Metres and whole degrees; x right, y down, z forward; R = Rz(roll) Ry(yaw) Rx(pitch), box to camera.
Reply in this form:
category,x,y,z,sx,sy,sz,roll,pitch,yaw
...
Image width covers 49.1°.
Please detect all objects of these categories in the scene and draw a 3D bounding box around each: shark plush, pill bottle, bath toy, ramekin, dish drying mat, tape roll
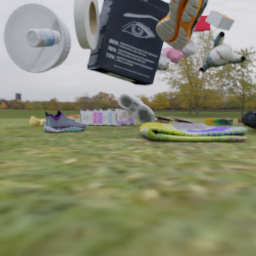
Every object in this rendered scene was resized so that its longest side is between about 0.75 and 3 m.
category,x,y,z,sx,sy,sz,roll,pitch,yaw
shark plush,3.160,-2.671,10.800,1.217,1.328,2.923,-40,10,2
pill bottle,-2.435,-2.618,8.161,0.508,0.508,0.935,1,17,31
bath toy,1.771,-3.126,12.351,2.646,1.151,0.978,-25,-16,-17
ramekin,-3.132,-3.134,10.080,2.351,2.351,1.095,1,9,13
dish drying mat,2.389,-4.472,12.242,2.342,0.899,0.213,0,-28,14
tape roll,-1.160,-3.153,8.069,0.320,1.752,1.752,4,3,8

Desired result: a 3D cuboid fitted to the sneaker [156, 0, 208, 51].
category,x,y,z,sx,sy,sz,roll,pitch,yaw
sneaker,1.484,-2.914,7.270,0.985,0.972,2.516,38,-15,1

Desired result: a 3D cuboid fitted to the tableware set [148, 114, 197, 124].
category,x,y,z,sx,sy,sz,roll,pitch,yaw
tableware set,1.799,-0.195,11.241,1.245,0.377,1.883,14,-2,-44

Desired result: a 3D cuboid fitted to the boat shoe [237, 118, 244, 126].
category,x,y,z,sx,sy,sz,roll,pitch,yaw
boat shoe,5.419,-0.269,12.351,1.169,0.395,0.421,2,3,37

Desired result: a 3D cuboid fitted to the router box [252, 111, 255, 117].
category,x,y,z,sx,sy,sz,roll,pitch,yaw
router box,4.317,-0.825,7.146,2.164,0.719,2.752,-43,-14,19

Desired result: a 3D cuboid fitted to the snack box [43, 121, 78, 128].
category,x,y,z,sx,sy,sz,roll,pitch,yaw
snack box,-2.334,-0.100,9.577,0.888,0.284,1.528,-1,3,-27

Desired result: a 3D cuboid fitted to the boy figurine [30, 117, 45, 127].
category,x,y,z,sx,sy,sz,roll,pitch,yaw
boy figurine,-3.443,-0.258,11.856,1.360,0.438,0.845,2,5,-16

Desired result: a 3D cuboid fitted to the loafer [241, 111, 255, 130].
category,x,y,z,sx,sy,sz,roll,pitch,yaw
loafer,4.606,-0.271,8.857,1.933,0.656,0.678,3,-9,-1

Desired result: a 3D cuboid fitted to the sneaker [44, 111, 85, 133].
category,x,y,z,sx,sy,sz,roll,pitch,yaw
sneaker,-1.696,-0.179,7.743,0.503,0.592,1.352,2,3,36

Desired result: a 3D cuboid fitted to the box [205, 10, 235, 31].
category,x,y,z,sx,sy,sz,roll,pitch,yaw
box,3.518,-4.091,10.701,0.851,0.452,0.648,-6,43,-39

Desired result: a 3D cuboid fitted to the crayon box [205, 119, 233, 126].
category,x,y,z,sx,sy,sz,roll,pitch,yaw
crayon box,4.408,-0.297,13.899,1.310,0.333,0.832,2,3,42

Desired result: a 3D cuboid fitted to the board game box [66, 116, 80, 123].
category,x,y,z,sx,sy,sz,roll,pitch,yaw
board game box,-2.338,-0.442,15.594,1.530,0.468,2.019,-2,3,-44

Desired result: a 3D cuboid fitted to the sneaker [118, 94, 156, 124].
category,x,y,z,sx,sy,sz,roll,pitch,yaw
sneaker,0.558,-0.966,13.223,2.091,0.815,1.039,41,26,2

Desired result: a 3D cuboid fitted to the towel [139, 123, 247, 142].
category,x,y,z,sx,sy,sz,roll,pitch,yaw
towel,1.157,0.053,5.864,1.793,0.284,2.497,1,2,0

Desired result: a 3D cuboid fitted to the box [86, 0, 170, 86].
category,x,y,z,sx,sy,sz,roll,pitch,yaw
box,0.024,-3.037,9.441,2.058,2.781,1.451,14,2,-25

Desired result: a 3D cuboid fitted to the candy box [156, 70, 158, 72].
category,x,y,z,sx,sy,sz,roll,pitch,yaw
candy box,0.789,-3.343,14.857,1.698,1.158,0.518,-17,-4,41

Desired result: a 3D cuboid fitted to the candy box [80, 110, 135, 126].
category,x,y,z,sx,sy,sz,roll,pitch,yaw
candy box,-0.952,-0.496,13.535,2.096,0.750,1.758,1,2,32
